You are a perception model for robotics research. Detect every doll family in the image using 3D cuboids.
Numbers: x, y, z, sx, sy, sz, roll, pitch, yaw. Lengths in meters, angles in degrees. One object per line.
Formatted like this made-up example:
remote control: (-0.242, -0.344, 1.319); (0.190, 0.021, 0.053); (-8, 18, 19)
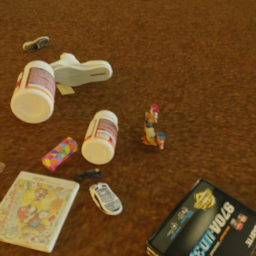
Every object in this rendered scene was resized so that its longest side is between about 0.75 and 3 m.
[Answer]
doll family: (0.743, 0.014, 9.456); (0.719, 0.990, 1.596); (-9, 69, -2)

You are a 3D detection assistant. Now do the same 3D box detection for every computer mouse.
computer mouse: (-0.810, 1.876, 7.974); (0.890, 0.356, 1.623); (-11, 48, -40)

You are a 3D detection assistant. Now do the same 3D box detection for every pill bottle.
pill bottle: (-0.848, 0.247, 9.031); (0.966, 0.966, 1.764); (4, 36, 4)
pill bottle: (-3.433, -1.418, 10.418); (1.382, 1.382, 2.421); (-5, 40, -5)

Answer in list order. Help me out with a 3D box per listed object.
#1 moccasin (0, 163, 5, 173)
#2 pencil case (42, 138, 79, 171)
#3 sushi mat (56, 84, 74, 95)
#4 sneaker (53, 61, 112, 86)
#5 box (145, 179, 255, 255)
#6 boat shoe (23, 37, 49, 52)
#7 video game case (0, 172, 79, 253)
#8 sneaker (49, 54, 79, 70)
moccasin: (-4.407, 1.188, 8.706); (1.109, 0.406, 0.428); (-3, 18, 5)
pencil case: (-2.117, 0.817, 8.814); (0.553, 0.553, 1.251); (22, 37, 21)
sushi mat: (-2.637, -1.626, 11.728); (0.513, 0.065, 1.073); (-11, 34, -23)
sneaker: (-1.948, -2.364, 12.025); (2.502, 0.914, 0.886); (-2, 31, -1)
box: (1.986, 2.716, 7.008); (2.052, 0.594, 2.582); (32, 50, 29)
boat shoe: (-4.655, -4.229, 14.336); (1.376, 0.495, 0.446); (-25, 57, -22)
video game case: (-2.627, 2.232, 7.824); (1.889, 0.238, 2.076); (9, 44, 10)
sneaker: (-2.985, -2.886, 12.544); (1.491, 0.549, 0.862); (-15, 54, -32)
